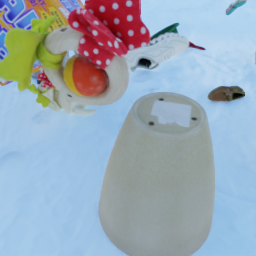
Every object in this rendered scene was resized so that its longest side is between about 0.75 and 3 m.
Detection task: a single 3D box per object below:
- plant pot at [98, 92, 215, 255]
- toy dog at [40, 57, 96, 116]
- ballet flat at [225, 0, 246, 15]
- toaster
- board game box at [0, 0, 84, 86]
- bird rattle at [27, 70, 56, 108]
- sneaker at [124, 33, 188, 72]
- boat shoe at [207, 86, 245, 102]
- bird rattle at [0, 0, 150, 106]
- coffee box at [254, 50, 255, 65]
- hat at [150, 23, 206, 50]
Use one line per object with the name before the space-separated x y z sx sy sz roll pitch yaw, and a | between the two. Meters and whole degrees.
plant pot | 0.633 0.741 5.418 2.495 2.664 2.495 1 39 -1
toy dog | -1.421 -1.427 8.863 2.029 1.460 2.093 31 48 25
ballet flat | 3.548 -4.081 9.311 0.278 0.803 0.286 -1 77 -28
toaster | -3.016 -2.669 10.312 1.145 1.301 2.014 13 44 15
board game box | -2.696 -2.906 7.153 2.340 2.340 2.342 -35 13 20
bird rattle | -1.934 -1.159 6.896 0.690 1.225 0.998 44 39 0
sneaker | 1.090 -2.842 10.845 2.966 1.114 1.202 -15 61 -17
boat shoe | 3.256 -1.105 9.191 1.295 0.466 0.440 -15 43 -16
bird rattle | -0.662 -1.080 4.253 2.212 1.803 1.246 -6 50 20
coffee box | 5.686 -3.128 10.968 1.111 1.099 1.109 13 43 14
hat | 1.927 -3.410 12.006 1.863 1.640 1.543 -11 32 46
